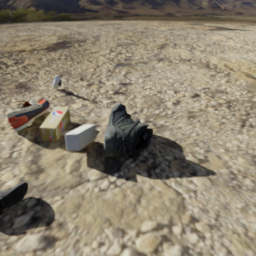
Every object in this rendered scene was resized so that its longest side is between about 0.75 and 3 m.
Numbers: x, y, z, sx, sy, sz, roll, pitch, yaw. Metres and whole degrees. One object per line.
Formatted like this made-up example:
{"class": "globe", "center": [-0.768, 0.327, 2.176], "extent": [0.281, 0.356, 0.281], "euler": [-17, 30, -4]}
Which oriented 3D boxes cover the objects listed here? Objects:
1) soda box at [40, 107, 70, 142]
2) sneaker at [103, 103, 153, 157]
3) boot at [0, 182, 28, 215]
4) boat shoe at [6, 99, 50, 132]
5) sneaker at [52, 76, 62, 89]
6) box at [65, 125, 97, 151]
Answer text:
{"class": "soda box", "center": [-2.854, -0.191, 11.110], "extent": [0.622, 0.588, 1.836], "euler": [2, 29, 5]}
{"class": "sneaker", "center": [0.050, 0.038, 10.261], "extent": [1.638, 1.093, 2.859], "euler": [2, 30, 1]}
{"class": "boot", "center": [-3.599, 1.742, 7.490], "extent": [1.271, 0.505, 1.460], "euler": [17, 34, 29]}
{"class": "boat shoe", "center": [-4.160, -0.746, 11.827], "extent": [0.910, 0.800, 2.558], "euler": [-18, 20, 24]}
{"class": "sneaker", "center": [-3.854, -2.377, 15.287], "extent": [0.411, 1.126, 0.399], "euler": [-38, 83, -25]}
{"class": "box", "center": [-1.624, 0.318, 9.811], "extent": [0.500, 0.601, 1.462], "euler": [-2, 11, 18]}
